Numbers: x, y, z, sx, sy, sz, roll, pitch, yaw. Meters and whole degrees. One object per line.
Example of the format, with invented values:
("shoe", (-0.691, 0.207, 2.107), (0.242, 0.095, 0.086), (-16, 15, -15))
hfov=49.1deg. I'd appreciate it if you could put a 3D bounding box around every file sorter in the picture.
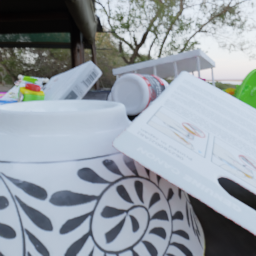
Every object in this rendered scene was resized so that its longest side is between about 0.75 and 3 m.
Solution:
("file sorter", (1.221, -1.120, 8.653), (2.702, 1.683, 1.875), (-7, -2, 29))

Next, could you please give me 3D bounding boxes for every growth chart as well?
("growth chart", (-4.366, -1.234, 11.153), (1.999, 0.245, 2.762), (6, 45, 23))

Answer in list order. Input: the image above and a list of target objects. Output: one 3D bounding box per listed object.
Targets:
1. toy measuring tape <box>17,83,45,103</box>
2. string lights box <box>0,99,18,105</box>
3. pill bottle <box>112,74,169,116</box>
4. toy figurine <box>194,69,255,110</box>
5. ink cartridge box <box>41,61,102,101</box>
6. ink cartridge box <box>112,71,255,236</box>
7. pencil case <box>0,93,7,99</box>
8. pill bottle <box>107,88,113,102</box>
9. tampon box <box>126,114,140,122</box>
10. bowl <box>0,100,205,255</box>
("toy measuring tape", (-3.123, -0.911, 9.142), (0.914, 0.914, 2.485), (-4, 20, -21))
("string lights box", (-4.415, -0.511, 9.379), (0.955, 0.548, 1.859), (1, 20, 8))
("pill bottle", (0.355, -0.757, 6.182), (0.845, 0.845, 1.458), (5, 11, 29))
("toy figurine", (1.524, -0.424, 5.665), (1.813, 1.479, 1.970), (17, 41, 43))
("ink cartridge box", (-2.661, -1.247, 10.715), (2.983, 0.851, 2.424), (-12, 39, 50))
("ink cartridge box", (1.059, 0.368, 2.549), (2.074, 0.728, 2.552), (31, 31, 7))
("pencil case", (-5.491, -1.031, 11.997), (2.461, 1.087, 1.087), (0, 9, -5))
("pill bottle", (-0.163, -0.551, 7.507), (0.829, 0.829, 1.433), (-2, -28, -10))
("tampon box", (0.654, 0.058, 6.156), (1.173, 0.741, 0.879), (5, 10, 26))
("bowl", (-0.590, 0.386, 2.631), (2.609, 1.224, 2.609), (0, 10, 0))
